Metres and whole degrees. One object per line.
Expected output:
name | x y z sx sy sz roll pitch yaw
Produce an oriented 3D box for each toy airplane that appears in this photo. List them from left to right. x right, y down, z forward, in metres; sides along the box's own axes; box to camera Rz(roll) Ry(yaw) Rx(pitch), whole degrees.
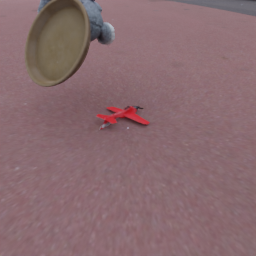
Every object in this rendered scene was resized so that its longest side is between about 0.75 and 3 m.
toy airplane | -0.259 -0.415 8.920 1.791 0.329 1.791 -1 30 1

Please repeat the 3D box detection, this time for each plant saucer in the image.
plant saucer | -1.853 -2.229 7.354 2.412 2.412 0.355 24 7 34

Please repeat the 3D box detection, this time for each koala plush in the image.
koala plush | -1.606 -3.354 8.922 2.107 2.183 2.376 15 11 -46
